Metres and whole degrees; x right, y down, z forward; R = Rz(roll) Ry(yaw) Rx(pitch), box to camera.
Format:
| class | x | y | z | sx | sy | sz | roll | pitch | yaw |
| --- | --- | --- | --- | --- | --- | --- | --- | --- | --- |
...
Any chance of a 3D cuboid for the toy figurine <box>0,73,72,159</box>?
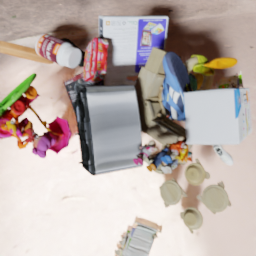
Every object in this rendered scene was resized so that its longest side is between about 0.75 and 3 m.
| class | x | y | z | sx | sy | sz | roll | pitch | yaw |
| --- | --- | --- | --- | --- | --- | --- | --- | --- | --- |
| toy figurine | -3.024 | 0.011 | 9.119 | 2.034 | 2.494 | 2.710 | -21 | 32 | 38 |

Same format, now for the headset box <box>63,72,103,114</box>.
| class | x | y | z | sx | sy | sz | roll | pitch | yaw |
| --- | --- | --- | --- | --- | --- | --- | --- | --- | --- |
| headset box | -1.519 | -1.276 | 10.265 | 1.245 | 0.646 | 1.673 | -25 | 79 | 11 |

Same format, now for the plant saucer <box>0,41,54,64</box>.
| class | x | y | z | sx | sy | sz | roll | pitch | yaw |
| --- | --- | --- | --- | --- | --- | --- | --- | --- | --- |
| plant saucer | -4.130 | -2.997 | 11.267 | 2.619 | 0.423 | 2.619 | 12 | 8 | -2 |

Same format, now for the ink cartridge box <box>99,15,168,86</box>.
| class | x | y | z | sx | sy | sz | roll | pitch | yaw |
| --- | --- | --- | --- | --- | --- | --- | --- | --- | --- |
| ink cartridge box | 0.168 | -2.673 | 9.903 | 2.413 | 2.436 | 0.529 | -9 | 28 | -23 |

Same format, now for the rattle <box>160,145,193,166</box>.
| class | x | y | z | sx | sy | sz | roll | pitch | yaw |
| --- | --- | --- | --- | --- | --- | --- | --- | --- | --- |
| rattle | 1.765 | 0.874 | 9.025 | 1.343 | 0.959 | 0.874 | 20 | 60 | -16 |

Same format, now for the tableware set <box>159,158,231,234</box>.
| class | x | y | z | sx | sy | sz | roll | pitch | yaw |
| --- | --- | --- | --- | --- | --- | --- | --- | --- | --- |
| tableware set | 1.820 | 1.914 | 7.915 | 0.226 | 1.946 | 1.625 | 6 | 44 | -52 |

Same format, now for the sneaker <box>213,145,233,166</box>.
| class | x | y | z | sx | sy | sz | roll | pitch | yaw |
| --- | --- | --- | --- | --- | --- | --- | --- | --- | --- |
| sneaker | 2.878 | 0.838 | 8.518 | 0.858 | 0.328 | 0.345 | 48 | 21 | -3 |

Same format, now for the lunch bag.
| class | x | y | z | sx | sy | sz | roll | pitch | yaw |
| --- | --- | --- | --- | --- | --- | --- | --- | --- | --- |
| lunch bag | -0.988 | -2.136 | 8.887 | 0.538 | 1.157 | 1.313 | 6 | 84 | -28 |

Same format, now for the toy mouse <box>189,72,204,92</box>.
| class | x | y | z | sx | sy | sz | roll | pitch | yaw |
| --- | --- | --- | --- | --- | --- | --- | --- | --- | --- |
| toy mouse | 2.436 | -1.209 | 10.254 | 0.433 | 2.236 | 1.987 | 2 | 30 | 31 |

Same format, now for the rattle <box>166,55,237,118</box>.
| class | x | y | z | sx | sy | sz | roll | pitch | yaw |
| --- | --- | --- | --- | --- | --- | --- | --- | --- | --- |
| rattle | 2.321 | -1.119 | 8.985 | 1.654 | 1.507 | 2.315 | 27 | 84 | 39 |

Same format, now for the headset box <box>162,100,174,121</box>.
| class | x | y | z | sx | sy | sz | roll | pitch | yaw |
| --- | --- | --- | --- | --- | --- | --- | --- | --- | --- |
| headset box | 1.536 | -0.913 | 10.618 | 0.927 | 0.481 | 1.246 | 31 | 56 | -31 |

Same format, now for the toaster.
| class | x | y | z | sx | sy | sz | roll | pitch | yaw |
| --- | --- | --- | --- | --- | --- | --- | --- | --- | --- |
| toaster | -0.708 | 0.034 | 8.374 | 1.635 | 2.755 | 2.491 | -7 | 88 | -14 |

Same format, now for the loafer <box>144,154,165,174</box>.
| class | x | y | z | sx | sy | sz | roll | pitch | yaw |
| --- | --- | --- | --- | --- | --- | --- | --- | --- | --- |
| loafer | 0.874 | 1.182 | 9.431 | 0.993 | 0.339 | 0.376 | 36 | 57 | 27 |

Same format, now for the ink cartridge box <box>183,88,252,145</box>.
| class | x | y | z | sx | sy | sz | roll | pitch | yaw |
| --- | --- | --- | --- | --- | --- | --- | --- | --- | --- |
| ink cartridge box | 2.582 | -0.375 | 7.907 | 1.401 | 1.426 | 1.937 | -2 | 7 | 32 |

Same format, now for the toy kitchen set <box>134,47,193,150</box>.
| class | x | y | z | sx | sy | sz | roll | pitch | yaw |
| --- | --- | --- | --- | --- | --- | --- | --- | --- | --- |
| toy kitchen set | 1.584 | -0.888 | 8.807 | 2.188 | 2.425 | 1.978 | 34 | 23 | 30 |

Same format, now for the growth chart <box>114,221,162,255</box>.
| class | x | y | z | sx | sy | sz | roll | pitch | yaw |
| --- | --- | --- | --- | --- | --- | --- | --- | --- | --- |
| growth chart | 0.237 | 3.236 | 7.755 | 0.978 | 0.120 | 1.351 | 20 | 52 | 18 |

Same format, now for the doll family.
| class | x | y | z | sx | sy | sz | roll | pitch | yaw |
| --- | --- | --- | --- | --- | --- | --- | --- | --- | --- |
| doll family | 0.923 | 0.674 | 6.835 | 1.561 | 0.704 | 0.969 | -11 | 27 | 50 |

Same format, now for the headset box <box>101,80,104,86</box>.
| class | x | y | z | sx | sy | sz | roll | pitch | yaw |
| --- | --- | --- | --- | --- | --- | --- | --- | --- | --- |
| headset box | -0.830 | -1.275 | 11.270 | 2.194 | 0.847 | 1.633 | 15 | 51 | 13 |

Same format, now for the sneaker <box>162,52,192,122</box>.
| class | x | y | z | sx | sy | sz | roll | pitch | yaw |
| --- | --- | --- | --- | --- | --- | --- | --- | --- | --- |
| sneaker | 1.343 | -1.099 | 8.277 | 0.938 | 2.280 | 0.843 | -2 | 33 | 35 |

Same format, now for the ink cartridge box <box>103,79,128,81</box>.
| class | x | y | z | sx | sy | sz | roll | pitch | yaw |
| --- | --- | --- | --- | --- | --- | --- | --- | --- | --- |
| ink cartridge box | -0.326 | -1.631 | 10.582 | 1.116 | 0.242 | 1.106 | 38 | 38 | 19 |

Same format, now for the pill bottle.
| class | x | y | z | sx | sy | sz | roll | pitch | yaw |
| --- | --- | --- | --- | --- | --- | --- | --- | --- | --- |
| pill bottle | -2.387 | -2.621 | 9.621 | 1.448 | 0.827 | 0.827 | 27 | 54 | 20 |

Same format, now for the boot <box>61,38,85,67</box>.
| class | x | y | z | sx | sy | sz | roll | pitch | yaw |
| --- | --- | --- | --- | --- | --- | --- | --- | --- | --- |
| boot | -1.958 | -3.056 | 11.139 | 1.460 | 0.581 | 1.677 | 44 | 25 | 13 |

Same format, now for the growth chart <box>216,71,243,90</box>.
| class | x | y | z | sx | sy | sz | roll | pitch | yaw |
| --- | --- | --- | --- | --- | --- | --- | --- | --- | --- |
| growth chart | 3.203 | -1.321 | 8.848 | 0.956 | 0.691 | 0.085 | -22 | 18 | -2 |
